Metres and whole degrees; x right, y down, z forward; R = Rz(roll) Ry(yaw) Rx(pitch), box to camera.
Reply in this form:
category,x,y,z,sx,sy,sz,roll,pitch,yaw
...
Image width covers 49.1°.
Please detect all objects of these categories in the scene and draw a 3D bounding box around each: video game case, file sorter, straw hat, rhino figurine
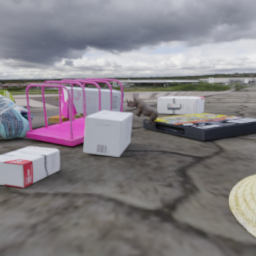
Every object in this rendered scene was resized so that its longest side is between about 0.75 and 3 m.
category,x,y,z,sx,sy,sz,roll,pitch,yaw
video game case,2.118,-0.085,7.886,2.561,0.327,2.314,-7,11,-32
file sorter,-1.202,-0.506,6.732,1.416,1.278,2.038,8,15,31
straw hat,2.390,0.293,2.679,2.873,1.216,2.873,1,9,0
rhino figurine,0.368,-0.502,7.634,1.024,0.448,0.306,36,0,6

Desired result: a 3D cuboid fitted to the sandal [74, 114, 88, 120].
category,x,y,z,sx,sy,sz,roll,pitch,yaw
sandal,-1.359,-0.178,8.706,0.456,0.307,1.136,-14,30,-38

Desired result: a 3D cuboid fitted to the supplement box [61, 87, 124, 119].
category,x,y,z,sx,sy,sz,roll,pitch,yaw
supplement box,-1.300,-0.874,10.004,2.012,1.018,1.040,1,11,-26

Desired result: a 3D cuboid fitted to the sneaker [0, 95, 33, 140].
category,x,y,z,sx,sy,sz,roll,pitch,yaw
sneaker,-3.084,-0.201,7.295,1.122,1.008,2.598,7,14,-21

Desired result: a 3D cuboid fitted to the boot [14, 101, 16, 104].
category,x,y,z,sx,sy,sz,roll,pitch,yaw
boot,-6.395,-1.042,12.541,2.183,0.808,1.789,8,11,22

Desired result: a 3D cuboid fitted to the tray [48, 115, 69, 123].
category,x,y,z,sx,sy,sz,roll,pitch,yaw
tray,-2.351,-0.329,9.878,0.504,0.189,1.021,2,8,9

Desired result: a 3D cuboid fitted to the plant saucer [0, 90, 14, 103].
category,x,y,z,sx,sy,sz,roll,pitch,yaw
plant saucer,-5.468,-0.985,10.894,1.986,0.476,1.989,-4,32,-25

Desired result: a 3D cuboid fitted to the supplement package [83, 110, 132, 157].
category,x,y,z,sx,sy,sz,roll,pitch,yaw
supplement package,-0.351,0.067,5.584,0.700,0.674,1.231,7,10,10

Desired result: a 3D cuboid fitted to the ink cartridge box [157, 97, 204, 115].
category,x,y,z,sx,sy,sz,roll,pitch,yaw
ink cartridge box,2.305,-0.993,12.276,1.752,0.743,1.276,6,11,28

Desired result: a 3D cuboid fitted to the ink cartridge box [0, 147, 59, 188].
category,x,y,z,sx,sy,sz,roll,pitch,yaw
ink cartridge box,-1.433,0.529,3.945,0.593,0.335,0.808,3,10,21
